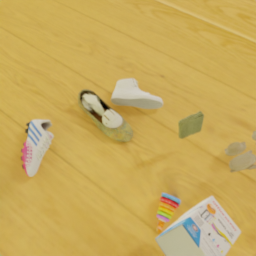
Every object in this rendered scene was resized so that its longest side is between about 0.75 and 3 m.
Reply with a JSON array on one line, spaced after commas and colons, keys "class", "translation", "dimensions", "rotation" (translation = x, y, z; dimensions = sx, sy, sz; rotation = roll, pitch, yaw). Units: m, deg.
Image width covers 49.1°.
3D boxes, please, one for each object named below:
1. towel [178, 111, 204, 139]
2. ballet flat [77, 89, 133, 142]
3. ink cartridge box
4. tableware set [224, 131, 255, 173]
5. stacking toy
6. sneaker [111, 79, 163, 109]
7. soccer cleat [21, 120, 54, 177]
[{"class": "towel", "translation": [2.121, -0.080, 9.536], "dimensions": [0.911, 1.228, 0.224], "rotation": [-21, 58, -2]}, {"class": "ballet flat", "translation": [-0.983, -0.554, 11.058], "dimensions": [1.032, 1.032, 2.919], "rotation": [-39, 65, -23]}, {"class": "ink cartridge box", "translation": [1.795, 2.752, 7.114], "dimensions": [1.617, 1.170, 1.191], "rotation": [-19, 67, -47]}, {"class": "tableware set", "translation": [4.249, 0.702, 9.423], "dimensions": [1.947, 0.270, 2.331], "rotation": [-25, 16, 20]}, {"class": "stacking toy", "translation": [1.193, 2.818, 9.129], "dimensions": [0.678, 0.717, 1.236], "rotation": [20, 73, 16]}, {"class": "sneaker", "translation": [0.446, -1.523, 11.795], "dimensions": [2.166, 0.798, 1.252], "rotation": [8, 60, 7]}, {"class": "soccer cleat", "translation": [-3.297, 0.633, 10.338], "dimensions": [1.019, 0.825, 2.361], "rotation": [-8, 56, 0]}]
